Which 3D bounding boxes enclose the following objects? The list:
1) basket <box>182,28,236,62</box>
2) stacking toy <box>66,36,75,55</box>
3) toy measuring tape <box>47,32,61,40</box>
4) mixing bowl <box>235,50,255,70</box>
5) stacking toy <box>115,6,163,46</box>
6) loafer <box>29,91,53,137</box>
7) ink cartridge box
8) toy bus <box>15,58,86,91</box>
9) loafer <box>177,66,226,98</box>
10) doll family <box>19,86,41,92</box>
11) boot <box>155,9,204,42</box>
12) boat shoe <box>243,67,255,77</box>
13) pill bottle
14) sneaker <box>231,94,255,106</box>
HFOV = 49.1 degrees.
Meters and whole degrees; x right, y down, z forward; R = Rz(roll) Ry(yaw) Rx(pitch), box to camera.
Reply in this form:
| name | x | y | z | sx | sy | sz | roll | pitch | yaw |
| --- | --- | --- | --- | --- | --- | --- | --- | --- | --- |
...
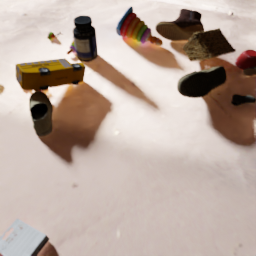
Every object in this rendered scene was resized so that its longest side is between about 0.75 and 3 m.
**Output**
| name | x | y | z | sx | sy | sz | roll | pitch | yaw |
| --- | --- | --- | --- | --- | --- | --- | --- | --- | --- |
| basket | 3.108 | -3.003 | 10.995 | 1.633 | 1.165 | 1.216 | -22 | 76 | -33 |
| stacking toy | -2.279 | -3.377 | 11.771 | 0.561 | 0.531 | 0.967 | 17 | 59 | 28 |
| toy measuring tape | -3.347 | -4.236 | 12.632 | 0.299 | 0.299 | 0.813 | 30 | 54 | 25 |
| mixing bowl | 4.817 | -2.747 | 11.106 | 0.995 | 0.539 | 0.995 | 1 | 48 | -1 |
| stacking toy | 0.596 | -4.114 | 12.140 | 2.093 | 1.214 | 1.148 | 34 | 85 | 6 |
| loafer | -2.812 | -0.610 | 9.036 | 0.746 | 0.673 | 1.973 | -14 | 49 | -13 |
| ink cartridge box | -2.447 | 2.637 | 6.407 | 1.011 | 0.288 | 0.821 | 13 | 47 | 31 |
| toy bus | -2.665 | -1.904 | 9.833 | 2.268 | 0.738 | 0.888 | -18 | 49 | -36 |
| loafer | 2.481 | -1.557 | 9.750 | 2.368 | 0.901 | 0.799 | -19 | 11 | -34 |
| doll family | -3.530 | -1.588 | 10.090 | 0.999 | 0.450 | 0.620 | 18 | 50 | 16 |
| boot | 2.326 | -4.742 | 12.674 | 2.235 | 0.809 | 1.859 | 11 | 55 | -6 |
| boat shoe | 4.784 | -2.187 | 10.755 | 0.888 | 0.319 | 0.288 | -7 | 41 | -10 |
| pill bottle | -1.700 | -3.513 | 11.062 | 0.906 | 1.620 | 0.906 | 0 | 47 | 0 |
| sneaker | 3.941 | -0.891 | 9.598 | 0.779 | 0.291 | 0.414 | 12 | 53 | 24 |
